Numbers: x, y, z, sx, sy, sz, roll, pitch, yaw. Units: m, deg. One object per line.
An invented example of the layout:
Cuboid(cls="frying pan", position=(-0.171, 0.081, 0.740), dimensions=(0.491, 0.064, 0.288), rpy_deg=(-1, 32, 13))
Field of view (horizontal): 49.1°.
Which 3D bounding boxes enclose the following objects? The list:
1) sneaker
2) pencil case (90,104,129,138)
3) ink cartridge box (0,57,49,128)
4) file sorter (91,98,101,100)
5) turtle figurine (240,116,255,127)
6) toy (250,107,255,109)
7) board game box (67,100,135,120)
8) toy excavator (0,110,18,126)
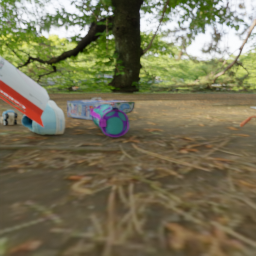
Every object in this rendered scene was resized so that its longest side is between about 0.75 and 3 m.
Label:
Cuboid(cls="sneaker", position=(-2.749, -0.372, 8.590), dimensions=(1.043, 0.941, 2.544), rpy_deg=(0, 7, -29))
Cuboid(cls="pencil case", position=(-0.588, -0.266, 8.337), dimensions=(0.879, 0.810, 1.903), rpy_deg=(12, 5, -16))
Cuboid(cls="ink cartridge box", position=(-2.787, -1.036, 7.044), dimensions=(1.774, 0.623, 2.182), rpy_deg=(40, -2, -32))
Cuboid(cls="file sorter", position=(-2.189, -1.825, 19.394), dimensions=(0.560, 0.503, 0.808), rpy_deg=(1, 8, 7))
Cuboid(cls="turtle figurine", position=(3.417, 0.187, 6.100), dimensions=(1.887, 0.608, 1.522), rpy_deg=(4, 12, -37))
Cuboid(cls="toy", position=(5.788, -0.496, 10.915), dimensions=(1.174, 0.481, 2.039), rpy_deg=(2, 8, -3))
Cuboid(cls="board game box", position=(-0.984, -0.752, 11.736), dimensions=(2.345, 0.723, 2.343), rpy_deg=(-6, 12, -37))
Cuboid(cls="toy excavator", position=(-4.320, -0.365, 10.013), dimensions=(0.419, 0.816, 0.839), rpy_deg=(-8, 40, -39))
